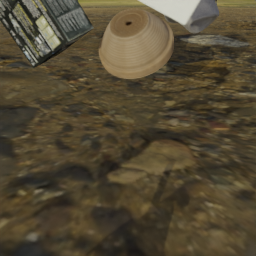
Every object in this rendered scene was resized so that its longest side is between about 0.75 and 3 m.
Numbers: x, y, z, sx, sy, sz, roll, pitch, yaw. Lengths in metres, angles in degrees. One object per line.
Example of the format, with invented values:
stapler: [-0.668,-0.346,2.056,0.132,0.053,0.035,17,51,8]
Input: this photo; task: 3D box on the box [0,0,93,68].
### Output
box: [-2.114,-2.728,6.422,1.725,2.106,0.907,-16,23,46]

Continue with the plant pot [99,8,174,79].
plant pot: [0.111,-2.245,6.898,1.938,0.895,1.938,-7,62,13]

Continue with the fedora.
fedora: [2.255,-3.758,9.223,1.982,0.895,1.753,-15,-14,-46]

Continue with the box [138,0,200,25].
box: [0.667,-2.413,3.710,0.967,1.234,1.984,25,37,-8]
